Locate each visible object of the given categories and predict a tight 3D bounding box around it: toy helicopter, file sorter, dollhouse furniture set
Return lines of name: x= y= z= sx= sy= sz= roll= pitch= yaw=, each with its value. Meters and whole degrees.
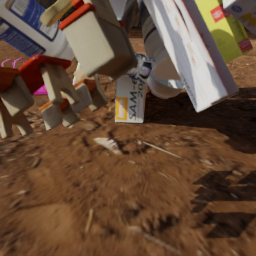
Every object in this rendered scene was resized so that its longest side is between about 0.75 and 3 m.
toy helicopter: x=-0.954 y=-2.908 z=5.771 sx=2.206 sy=0.870 sz=1.459 roll=-37 pitch=17 yaw=14
file sorter: x=-4.212 y=-2.363 z=12.498 sx=2.276 sy=1.428 sz=1.582 roll=-1 pitch=22 yaw=-4
dollhouse furniture set: x=-0.946 y=-0.718 z=3.299 sx=1.951 sy=1.016 sz=1.973 roll=-28 pitch=-7 yaw=25

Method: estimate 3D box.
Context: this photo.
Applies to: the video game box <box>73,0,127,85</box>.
video game box: x=-0.625 y=-2.814 z=7.462 sx=0.668 sy=2.602 sz=2.856 roll=18 pitch=62 yaw=-10

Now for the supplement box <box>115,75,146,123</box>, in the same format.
supplement box: x=0.128 y=-1.336 z=9.664 sx=0.931 sy=1.596 sz=2.533 roll=2 pitch=22 yaw=3

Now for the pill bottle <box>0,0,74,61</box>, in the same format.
pill bottle: x=-3.184 y=-3.247 z=9.308 sx=1.628 sy=1.628 sz=2.933 roll=25 pitch=-6 yaw=47

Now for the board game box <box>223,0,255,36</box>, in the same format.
board game box: x=2.673 y=-2.091 z=4.849 sx=2.906 sy=1.953 sz=0.497 roll=22 pitch=-32 yaw=-31

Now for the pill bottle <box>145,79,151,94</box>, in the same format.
pill bottle: x=0.518 y=-1.782 z=11.852 sx=0.826 sy=0.826 sz=1.485 roll=8 pitch=23 yaw=19

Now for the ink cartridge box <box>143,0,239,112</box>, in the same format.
ink cartridge box: x=1.065 y=-1.716 z=4.902 sx=0.618 sy=2.763 sz=2.435 roll=-25 pitch=-3 yaw=3

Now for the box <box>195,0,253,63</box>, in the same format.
box: x=2.361 y=-2.776 z=7.082 sx=0.809 sy=2.149 sz=0.538 roll=-29 pitch=6 yaw=-41

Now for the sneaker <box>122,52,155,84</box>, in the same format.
sneaker: x=0.063 y=-1.330 z=5.995 sx=1.039 sy=0.671 sz=1.915 roll=23 pitch=16 yaw=-9

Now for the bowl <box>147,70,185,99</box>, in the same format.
bowl: x=1.429 y=-1.689 z=11.431 sx=1.628 sy=0.732 sz=1.628 roll=17 pitch=29 yaw=-10

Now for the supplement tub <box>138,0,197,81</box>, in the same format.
supplement tub: x=1.406 y=-3.094 z=8.182 sx=2.055 sy=2.928 sz=2.055 roll=-7 pitch=-14 yaw=-2

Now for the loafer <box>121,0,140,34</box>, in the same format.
loafer: x=-0.034 y=-4.224 z=10.250 sx=1.006 sy=2.754 sz=0.978 roll=39 pitch=10 yaw=38
